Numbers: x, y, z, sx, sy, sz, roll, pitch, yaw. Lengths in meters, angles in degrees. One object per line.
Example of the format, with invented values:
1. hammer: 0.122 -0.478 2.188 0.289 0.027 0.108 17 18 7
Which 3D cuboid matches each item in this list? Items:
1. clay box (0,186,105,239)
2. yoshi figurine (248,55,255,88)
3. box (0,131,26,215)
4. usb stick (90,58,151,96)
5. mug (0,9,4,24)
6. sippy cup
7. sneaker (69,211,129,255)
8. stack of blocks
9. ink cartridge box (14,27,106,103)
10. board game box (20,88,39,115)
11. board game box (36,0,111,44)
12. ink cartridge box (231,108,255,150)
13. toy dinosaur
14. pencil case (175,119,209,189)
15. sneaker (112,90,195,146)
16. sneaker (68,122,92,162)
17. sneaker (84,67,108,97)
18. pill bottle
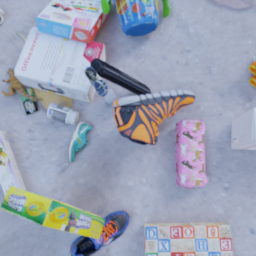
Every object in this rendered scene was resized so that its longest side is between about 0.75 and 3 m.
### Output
1. clay box: -2.066 2.311 7.631 1.646 2.864 0.682 7 67 31
2. yoshi figurine: 5.595 -2.413 9.936 2.565 1.442 1.436 -41 97 -10
3. box: -4.051 1.463 9.441 0.552 0.591 2.852 -24 80 -5
4. usb stick: -0.170 -1.555 9.092 0.427 2.617 0.726 -53 52 16
5. mug: -5.138 -4.312 10.706 0.670 0.564 0.764 -40 111 0
6. sippy cup: 0.331 -4.368 10.130 2.420 1.900 1.774 -10 90 7
7. sneaker: -0.870 3.468 8.859 2.233 0.876 0.841 -37 84 -9
8. stack of blocks: 1.850 3.837 8.836 2.662 0.780 1.533 0 78 0
9. ink cartridge box: -2.306 -2.202 9.908 2.637 1.129 1.946 15 76 5
10. board game box: -3.598 -0.961 10.194 0.486 0.109 0.927 -20 79 -2
11. board game box: -1.859 -4.131 10.074 1.921 0.506 2.510 16 51 4
12. ink cartridge box: 4.922 0.131 9.034 2.614 1.909 1.102 3 78 0
13. toy dinosaur: -4.012 -1.427 10.072 0.955 0.543 1.798 -39 81 -9
14. pencil case: 2.103 0.848 9.382 1.000 0.957 2.310 4 77 -18
15. sneaker: 0.912 -0.272 8.809 2.822 1.095 1.581 -11 88 -17
16. sneaker: -1.690 0.509 9.678 0.582 0.566 1.462 20 79 -5
17. sneaker: -0.921 -1.346 8.044 0.383 0.423 0.994 -34 117 -6
18. pill bottle: -2.275 -0.466 9.849 1.003 0.570 0.570 18 79 4
